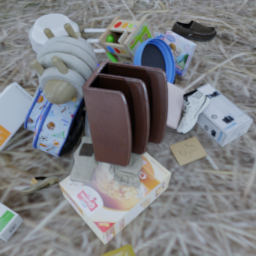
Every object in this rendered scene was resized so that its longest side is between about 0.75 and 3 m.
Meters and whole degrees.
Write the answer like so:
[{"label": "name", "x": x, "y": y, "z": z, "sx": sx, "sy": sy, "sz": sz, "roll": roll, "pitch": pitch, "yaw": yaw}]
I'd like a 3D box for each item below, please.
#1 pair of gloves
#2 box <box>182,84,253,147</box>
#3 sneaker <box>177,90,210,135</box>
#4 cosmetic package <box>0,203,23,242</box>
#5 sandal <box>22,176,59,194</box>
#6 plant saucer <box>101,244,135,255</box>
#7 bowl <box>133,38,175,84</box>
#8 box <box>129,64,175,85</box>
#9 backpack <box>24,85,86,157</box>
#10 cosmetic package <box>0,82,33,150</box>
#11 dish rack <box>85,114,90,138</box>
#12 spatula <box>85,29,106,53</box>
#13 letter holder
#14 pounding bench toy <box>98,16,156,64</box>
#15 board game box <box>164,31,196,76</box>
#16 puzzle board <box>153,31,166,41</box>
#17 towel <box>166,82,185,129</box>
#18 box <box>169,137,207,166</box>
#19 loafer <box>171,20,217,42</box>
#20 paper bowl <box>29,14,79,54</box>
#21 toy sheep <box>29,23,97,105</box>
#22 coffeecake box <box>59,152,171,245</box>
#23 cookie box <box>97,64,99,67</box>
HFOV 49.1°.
[{"label": "pair of gloves", "x": -0.596, "y": 0.945, "z": 8.227, "sx": 2.055, "sy": 0.360, "sz": 1.748, "roll": 2, "pitch": 45, "yaw": 1}, {"label": "box", "x": 3.227, "y": -0.538, "z": 10.462, "sx": 1.348, "sy": 0.695, "sz": 2.312, "roll": -25, "pitch": 54, "yaw": -20}, {"label": "sneaker", "x": 2.037, "y": -0.630, "z": 9.761, "sx": 1.647, "sy": 0.948, "sz": 0.622, "roll": -54, "pitch": 26, "yaw": -3}, {"label": "cosmetic package", "x": -3.786, "y": 2.534, "z": 7.984, "sx": 1.334, "sy": 0.566, "sz": 0.718, "roll": 24, "pitch": 56, "yaw": 17}, {"label": "sandal", "x": -2.603, "y": 1.609, "z": 8.295, "sx": 0.642, "sy": 1.598, "sz": 0.432, "roll": -5, "pitch": 72, "yaw": -48}, {"label": "plant saucer", "x": -0.457, "y": 4.019, "z": 6.814, "sx": 1.922, "sy": 0.466, "sz": 1.922, "roll": -17, "pitch": 52, "yaw": -15}, {"label": "bowl", "x": 0.963, "y": -2.200, "z": 10.138, "sx": 0.396, "sy": 2.015, "sz": 2.015, "roll": 4, "pitch": 42, "yaw": 45}, {"label": "box", "x": 0.433, "y": -2.019, "z": 11.455, "sx": 2.622, "sy": 0.788, "sz": 1.529, "roll": -23, "pitch": 42, "yaw": -19}, {"label": "backpack", "x": -2.324, "y": -0.330, "z": 9.197, "sx": 1.923, "sy": 2.496, "sz": 2.378, "roll": 14, "pitch": 64, "yaw": -8}, {"label": "cosmetic package", "x": -4.238, "y": -0.368, "z": 9.568, "sx": 0.786, "sy": 1.118, "sz": 2.205, "roll": -11, "pitch": 42, "yaw": 47}, {"label": "dish rack", "x": -0.409, "y": -0.433, "z": 9.754, "sx": 2.258, "sy": 1.938, "sz": 0.492, "roll": 3, "pitch": 5, "yaw": 4}, {"label": "spatula", "x": -0.744, "y": -3.905, "z": 12.517, "sx": 2.372, "sy": 0.190, "sz": 1.649, "roll": -4, "pitch": 66, "yaw": -7}, {"label": "letter holder", "x": 0.040, "y": -0.220, "z": 7.268, "sx": 1.796, "sy": 2.527, "sz": 1.271, "roll": 11, "pitch": 44, "yaw": 15}, {"label": "pounding bench toy", "x": -0.262, "y": -3.074, "z": 11.030, "sx": 1.742, "sy": 1.387, "sz": 2.233, "roll": 22, "pitch": 71, "yaw": 39}, {"label": "board game box", "x": 2.078, "y": -3.238, "z": 12.221, "sx": 1.455, "sy": 1.451, "sz": 0.299, "roll": 38, "pitch": 42, "yaw": 28}, {"label": "puzzle board", "x": 0.771, "y": -4.341, "z": 13.969, "sx": 2.501, "sy": 0.218, "sz": 1.885, "roll": 22, "pitch": 53, "yaw": 17}, {"label": "towel", "x": 1.306, "y": -0.856, "z": 9.788, "sx": 1.387, "sy": 0.234, "sz": 1.453, "roll": 22, "pitch": 77, "yaw": -25}, {"label": "box", "x": 2.059, "y": 0.803, "z": 9.656, "sx": 1.036, "sy": 0.110, "sz": 0.847, "roll": -19, "pitch": 53, "yaw": -8}, {"label": "loafer", "x": 3.312, "y": -4.909, "z": 14.025, "sx": 2.324, "sy": 0.829, "sz": 0.848, "roll": 2, "pitch": 50, "yaw": 1}, {"label": "paper bowl", "x": -3.553, "y": -4.557, "z": 13.487, "sx": 2.374, "sy": 1.234, "sz": 2.374, "roll": 0, "pitch": 51, "yaw": 0}, {"label": "toy sheep", "x": -1.696, "y": -1.779, "z": 7.828, "sx": 1.855, "sy": 1.855, "sz": 2.691, "roll": 9, "pitch": 61, "yaw": 7}, {"label": "coffeecake box", "x": -0.364, "y": 1.732, "z": 8.397, "sx": 2.603, "sy": 0.951, "sz": 1.998, "roll": -36, "pitch": 59, "yaw": -26}, {"label": "cookie box", "x": -1.616, "y": -2.082, "z": 10.857, "sx": 1.261, "sy": 0.554, "sz": 1.475, "roll": -13, "pitch": 43, "yaw": -32}]
